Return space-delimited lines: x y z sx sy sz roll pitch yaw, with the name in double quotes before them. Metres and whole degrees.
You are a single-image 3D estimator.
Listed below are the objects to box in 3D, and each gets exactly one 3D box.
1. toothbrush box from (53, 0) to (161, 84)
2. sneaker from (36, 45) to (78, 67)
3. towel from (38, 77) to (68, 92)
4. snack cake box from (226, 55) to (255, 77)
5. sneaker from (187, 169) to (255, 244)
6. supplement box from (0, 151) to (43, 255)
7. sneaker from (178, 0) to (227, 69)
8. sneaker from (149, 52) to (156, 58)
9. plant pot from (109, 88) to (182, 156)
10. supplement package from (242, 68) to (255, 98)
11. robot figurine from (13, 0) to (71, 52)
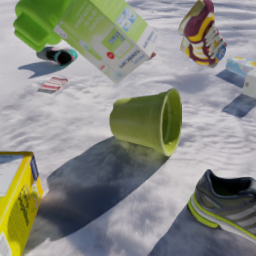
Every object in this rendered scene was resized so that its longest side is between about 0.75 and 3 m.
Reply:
"toothbrush box" -0.543 -2.385 7.086 2.161 1.573 0.930 38 55 -19
"sneaker" -3.159 -3.113 12.202 1.856 0.776 1.121 -1 26 -3
"towel" -2.836 -1.672 10.672 0.734 0.116 1.019 10 37 15
"snack cake box" 4.848 -2.523 11.573 0.784 0.458 1.363 -20 39 -27
"sneaker" 2.451 1.553 5.270 2.603 1.054 0.962 13 37 17
"supplement box" -2.535 1.607 5.006 1.268 1.276 2.329 2 36 1
"sneaker" 2.127 -2.413 7.481 1.254 1.043 2.784 40 6 11
"sneaker" 0.932 -3.484 13.078 0.754 0.304 0.281 11 34 16
"plant pot" 0.438 -0.194 7.476 1.584 1.723 1.723 4 34 27
"supplement package" 4.718 -1.624 10.037 0.749 0.755 0.994 28 44 34
"robot figurine" -2.189 -3.493 8.150 1.491 2.262 2.578 37 75 -12
